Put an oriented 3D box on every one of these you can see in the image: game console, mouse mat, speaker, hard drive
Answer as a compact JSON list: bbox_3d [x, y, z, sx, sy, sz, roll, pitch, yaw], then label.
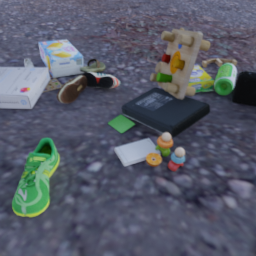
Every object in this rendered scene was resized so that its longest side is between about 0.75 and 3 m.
[{"bbox_3d":[5.309,-1.512,9.897,2.831,2.489,1.647,13,66,18],"label":"game console"},{"bbox_3d":[-0.227,-0.134,9.191,0.627,0.029,0.779,-34,48,-24],"label":"mouse mat"},{"bbox_3d":[3.909,-1.977,11.221,0.768,0.768,1.738,13,38,17],"label":"speaker"},{"bbox_3d":[0.263,0.681,8.044,1.115,0.149,0.736,-14,38,-20],"label":"hard drive"},{"bbox_3d":[1.129,-0.587,8.925,1.655,0.390,2.371,-31,35,-25],"label":"hard drive"}]

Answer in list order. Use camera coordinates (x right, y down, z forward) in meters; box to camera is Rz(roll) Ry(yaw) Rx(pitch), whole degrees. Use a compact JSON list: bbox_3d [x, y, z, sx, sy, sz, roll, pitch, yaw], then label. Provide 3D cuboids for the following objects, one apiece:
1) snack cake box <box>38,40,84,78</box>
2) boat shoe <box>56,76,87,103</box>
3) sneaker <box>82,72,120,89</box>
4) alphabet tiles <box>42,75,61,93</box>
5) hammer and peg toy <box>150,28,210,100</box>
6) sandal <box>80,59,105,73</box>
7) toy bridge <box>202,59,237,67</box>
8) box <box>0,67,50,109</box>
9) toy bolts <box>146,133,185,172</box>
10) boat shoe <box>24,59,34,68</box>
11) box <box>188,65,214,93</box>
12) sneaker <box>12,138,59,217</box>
[{"bbox_3d":[-3.098,-3.240,12.861,1.418,0.829,2.466,-15,38,-22],"label":"snack cake box"},{"bbox_3d":[-2.245,-1.426,10.629,0.691,0.690,1.868,1,27,22],"label":"boat shoe"},{"bbox_3d":[-1.090,-1.904,11.406,1.682,0.592,0.786,14,12,31],"label":"sneaker"},{"bbox_3d":[-3.704,-1.751,11.497,1.666,0.063,1.393,-19,40,-24],"label":"alphabet tiles"},{"bbox_3d":[1.480,-2.300,9.333,0.995,2.076,2.823,8,20,-17],"label":"hammer and peg toy"},{"bbox_3d":[-1.512,-2.761,12.337,0.721,0.518,1.816,9,21,13],"label":"sandal"},{"bbox_3d":[4.273,-3.089,13.209,1.638,0.223,0.550,-5,35,-6],"label":"toy bridge"},{"bbox_3d":[-4.801,-1.605,10.753,2.965,0.610,2.312,0,37,5],"label":"box"},{"bbox_3d":[1.038,0.667,7.493,0.975,0.676,0.931,36,50,27],"label":"toy bolts"},{"bbox_3d":[-4.536,-2.925,12.781,0.393,0.454,1.064,-15,38,-19],"label":"boat shoe"},{"bbox_3d":[2.700,-2.011,11.529,1.118,0.461,1.906,-8,38,-10],"label":"box"},{"bbox_3d":[-2.249,1.107,6.755,0.851,0.960,2.298,0,36,-2],"label":"sneaker"}]
